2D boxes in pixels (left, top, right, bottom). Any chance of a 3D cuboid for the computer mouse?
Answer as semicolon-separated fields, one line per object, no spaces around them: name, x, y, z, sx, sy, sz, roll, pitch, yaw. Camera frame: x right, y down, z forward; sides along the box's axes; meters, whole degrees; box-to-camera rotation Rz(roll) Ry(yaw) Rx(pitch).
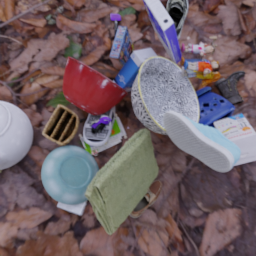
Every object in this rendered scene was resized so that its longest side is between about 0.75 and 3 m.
computer mouse;-1.053;-0.543;10.923;1.616;0.646;2.947;8;63;6

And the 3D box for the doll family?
doll family;2.493;-2.118;9.613;1.321;0.959;2.128;6;41;1

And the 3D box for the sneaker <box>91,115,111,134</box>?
sneaker;-0.955;-0.050;9.816;0.367;1.056;0.525;27;57;-29

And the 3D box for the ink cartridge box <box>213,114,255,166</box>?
ink cartridge box;3.454;0.379;8.938;0.995;0.978;1.352;-18;27;12

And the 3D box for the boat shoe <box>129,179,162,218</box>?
boat shoe;0.658;2.426;9.704;0.621;0.589;1.641;37;65;11

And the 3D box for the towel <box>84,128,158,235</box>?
towel;-0.052;1.584;8.674;0.544;2.213;2.983;15;46;35

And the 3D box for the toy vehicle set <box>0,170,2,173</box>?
toy vehicle set;-5.585;1.383;10.371;1.796;0.238;1.116;17;69;7

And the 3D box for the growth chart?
growth chart;-0.983;0.279;10.878;1.842;0.163;1.333;-29;69;-12

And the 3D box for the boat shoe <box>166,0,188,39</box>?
boat shoe;2.240;-5.293;12.750;1.010;0.909;2.856;8;68;3

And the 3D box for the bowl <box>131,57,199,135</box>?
bowl;0.980;-0.838;9.237;2.709;1.271;2.709;17;62;-35

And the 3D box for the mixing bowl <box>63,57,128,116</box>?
mixing bowl;-1.374;-1.283;9.903;2.427;2.427;1.315;32;92;12

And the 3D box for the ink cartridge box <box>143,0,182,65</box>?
ink cartridge box;1.357;-3.261;9.827;0.496;2.263;2.284;-26;68;10

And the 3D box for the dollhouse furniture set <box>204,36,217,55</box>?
dollhouse furniture set;3.552;-3.522;12.074;0.363;0.819;0.425;-2;68;-1

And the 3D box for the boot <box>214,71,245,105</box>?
boot;4.375;-1.559;11.485;1.447;0.501;1.260;-24;70;1

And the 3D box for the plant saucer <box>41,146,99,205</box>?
plant saucer;-1.886;1.560;9.694;2.119;0.408;2.119;13;63;-26

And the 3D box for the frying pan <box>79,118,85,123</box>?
frying pan;-2.323;-0.002;10.983;1.296;0.211;0.784;-5;68;2

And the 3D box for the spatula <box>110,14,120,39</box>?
spatula;-0.555;-4.621;12.870;0.473;0.172;1.672;-1;70;-7

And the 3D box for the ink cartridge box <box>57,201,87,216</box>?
ink cartridge box;-1.871;2.435;9.945;0.909;0.319;1.118;17;62;7

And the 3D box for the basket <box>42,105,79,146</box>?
basket;-2.296;-0.027;9.911;0.896;0.935;1.256;28;78;3

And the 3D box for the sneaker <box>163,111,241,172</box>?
sneaker;1.995;0.262;7.684;0.954;0.861;2.329;-24;55;-39

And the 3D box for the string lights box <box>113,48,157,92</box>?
string lights box;0.197;-1.934;9.803;0.912;1.775;0.523;-24;74;-42

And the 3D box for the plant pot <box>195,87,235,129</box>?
plant pot;2.737;-0.502;10.464;1.597;1.597;1.436;-29;64;-11

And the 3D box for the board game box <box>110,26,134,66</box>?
board game box;-0.259;-3.058;11.033;0.394;1.278;1.277;13;68;21

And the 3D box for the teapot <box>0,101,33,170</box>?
teapot;-4.795;-0.010;9.828;2.770;2.023;2.734;24;61;12
